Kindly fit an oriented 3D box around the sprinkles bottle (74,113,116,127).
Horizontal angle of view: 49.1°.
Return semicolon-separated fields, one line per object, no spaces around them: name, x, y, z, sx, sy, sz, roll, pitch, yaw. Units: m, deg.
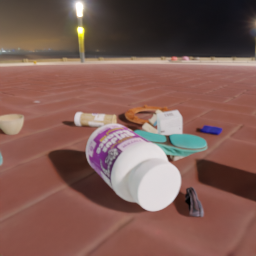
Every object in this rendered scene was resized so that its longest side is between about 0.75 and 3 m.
sprinkles bottle;-1.588;-0.359;13.675;1.963;0.670;0.670;4;18;11

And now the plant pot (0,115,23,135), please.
plant pot;-5.332;-0.113;12.775;1.119;0.751;1.119;0;17;0

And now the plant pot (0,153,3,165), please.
plant pot;-5.364;0.544;9.321;2.011;1.614;2.011;1;17;0

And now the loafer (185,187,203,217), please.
loafer;1.616;1.876;7.203;0.345;0.394;1.096;-5;21;-2

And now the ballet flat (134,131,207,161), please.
ballet flat;1.360;0.677;9.813;2.658;0.935;0.895;6;34;-2

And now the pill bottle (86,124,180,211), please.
pill bottle;0.060;1.007;7.766;1.660;1.660;2.958;-9;20;-27

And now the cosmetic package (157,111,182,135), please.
cosmetic package;1.546;0.169;10.451;0.842;1.492;0.606;-11;30;-3

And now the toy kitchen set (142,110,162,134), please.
toy kitchen set;1.331;-0.082;12.776;0.686;0.933;1.165;37;79;26

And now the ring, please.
ring;1.227;-0.757;14.935;2.780;0.267;2.780;1;22;0

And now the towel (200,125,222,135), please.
towel;3.844;0.131;12.958;0.879;0.218;0.649;12;28;32
